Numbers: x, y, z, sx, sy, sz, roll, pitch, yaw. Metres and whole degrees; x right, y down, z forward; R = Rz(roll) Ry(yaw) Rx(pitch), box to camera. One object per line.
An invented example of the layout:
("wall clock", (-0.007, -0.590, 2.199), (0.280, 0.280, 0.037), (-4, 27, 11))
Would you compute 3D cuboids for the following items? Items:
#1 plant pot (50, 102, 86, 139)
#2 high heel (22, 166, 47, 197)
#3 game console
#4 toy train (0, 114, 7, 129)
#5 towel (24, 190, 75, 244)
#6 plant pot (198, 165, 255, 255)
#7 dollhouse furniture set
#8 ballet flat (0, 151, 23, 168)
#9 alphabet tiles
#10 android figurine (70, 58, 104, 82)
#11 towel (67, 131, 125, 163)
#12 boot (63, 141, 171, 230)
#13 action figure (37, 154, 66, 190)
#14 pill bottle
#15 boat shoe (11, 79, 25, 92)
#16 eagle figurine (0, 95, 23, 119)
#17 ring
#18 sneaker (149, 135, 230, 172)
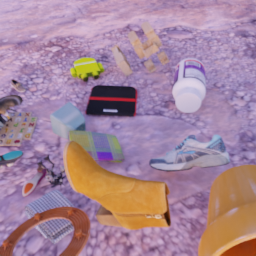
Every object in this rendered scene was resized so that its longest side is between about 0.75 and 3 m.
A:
("plant pot", (-2.136, -0.148, 10.408), (1.016, 0.995, 0.997), (32, 52, 21))
("high heel", (-2.917, 1.736, 8.849), (0.374, 0.533, 1.108), (23, 60, 13))
("game console", (-0.668, -1.144, 11.921), (2.078, 0.322, 1.838), (2, 48, 3))
("toy train", (-5.135, -0.040, 10.320), (0.787, 0.588, 1.381), (38, 69, 18))
("towel", (-2.053, 2.396, 7.749), (1.307, 0.559, 1.082), (34, 37, 27))
("plant pot", (3.084, 2.384, 6.594), (2.980, 2.980, 2.728), (5, 29, 5))
("dollhouse furniture set", (0.475, -3.700, 13.390), (2.225, 2.044, 1.448), (-31, 46, 12))
("ballet flat", (-4.085, 1.099, 9.154), (1.294, 0.473, 0.473), (-16, 45, -30))
("alphabet tiles", (-4.394, 0.001, 10.857), (1.536, 0.058, 1.846), (0, 44, -1))
("android figurine", (-2.014, -2.879, 13.631), (1.606, 0.362, 1.765), (-15, 47, -15))
("towel", (-1.138, 0.644, 9.633), (1.878, 0.214, 1.348), (5, 42, -27))
("boot", (-0.132, 1.408, 6.998), (2.141, 2.990, 1.052), (-10, 31, 22))
("action figure", (-2.257, 1.383, 8.493), (0.658, 0.565, 1.106), (-40, 97, -33))
("pill bottle", (2.563, -1.763, 11.757), (1.340, 1.340, 2.404), (8, 44, 8))
("boat shoe", (-5.000, -1.920, 12.695), (0.922, 0.275, 0.331), (32, 53, 29))
("eagle figurine", (-4.625, -0.758, 10.424), (0.910, 0.905, 1.200), (12, 37, 11))
("ring", (-1.876, 2.436, 6.129), (2.167, 0.208, 2.167), (-15, 24, 7))
("sneaker", (1.859, 0.802, 8.881), (2.460, 0.955, 1.062), (-9, 79, 14))
